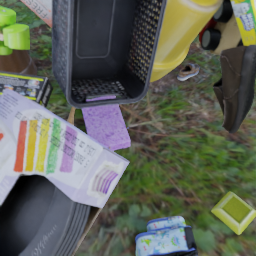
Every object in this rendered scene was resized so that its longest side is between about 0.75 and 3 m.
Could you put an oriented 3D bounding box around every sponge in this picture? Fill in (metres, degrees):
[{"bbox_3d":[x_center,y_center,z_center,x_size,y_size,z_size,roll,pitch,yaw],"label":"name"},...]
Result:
[{"bbox_3d":[-0.709,-0.168,8.272,1.116,0.298,2.000,-12,51,-9],"label":"sponge"}]

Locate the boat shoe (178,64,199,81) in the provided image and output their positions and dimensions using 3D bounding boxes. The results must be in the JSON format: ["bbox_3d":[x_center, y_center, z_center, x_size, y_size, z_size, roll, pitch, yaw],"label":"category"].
[{"bbox_3d":[2.173,-2.031,9.847,0.374,0.375,1.035,37,58,28],"label":"boat shoe"}]

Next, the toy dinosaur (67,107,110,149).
[{"bbox_3d":[-1.417,0.372,7.527,1.515,0.861,2.852,-27,39,-24],"label":"toy dinosaur"}]

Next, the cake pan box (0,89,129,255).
[{"bbox_3d":[-1.602,0.946,4.016,2.738,0.716,2.521,29,86,38],"label":"cake pan box"}]

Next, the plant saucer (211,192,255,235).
[{"bbox_3d":[2.497,1.924,6.528,0.784,0.188,0.785,-34,57,-26],"label":"plant saucer"}]

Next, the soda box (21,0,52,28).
[{"bbox_3d":[-2.210,-3.449,6.843,0.834,2.438,0.775,-31,36,31],"label":"soda box"}]

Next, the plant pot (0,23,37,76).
[{"bbox_3d":[-4.240,-2.531,9.231,2.001,1.981,2.001,0,48,0],"label":"plant pot"}]

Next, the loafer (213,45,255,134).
[{"bbox_3d":[2.059,-0.753,5.523,0.713,1.997,0.729,22,49,29],"label":"loafer"}]

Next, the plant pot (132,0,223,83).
[{"bbox_3d":[0.772,-2.973,7.064,2.898,2.726,2.898,9,72,-28],"label":"plant pot"}]

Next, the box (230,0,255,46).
[{"bbox_3d":[2.574,-2.545,5.909,0.425,1.757,1.031,1,53,37],"label":"box"}]

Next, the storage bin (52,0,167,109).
[{"bbox_3d":[-0.454,-1.840,5.413,1.769,2.617,1.227,-9,41,-25],"label":"storage bin"}]

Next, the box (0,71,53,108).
[{"bbox_3d":[-2.791,-0.438,5.903,1.973,0.437,1.580,8,65,7],"label":"box"}]

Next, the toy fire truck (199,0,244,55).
[{"bbox_3d":[2.492,-3.605,7.876,1.619,2.215,2.517,2,46,-12],"label":"toy fire truck"}]

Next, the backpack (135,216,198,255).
[{"bbox_3d":[0.731,2.329,5.611,1.158,1.059,0.851,-12,48,5],"label":"backpack"}]

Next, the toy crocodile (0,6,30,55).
[{"bbox_3d":[-3.338,-2.306,6.026,2.805,0.947,0.866,25,30,4],"label":"toy crocodile"}]
